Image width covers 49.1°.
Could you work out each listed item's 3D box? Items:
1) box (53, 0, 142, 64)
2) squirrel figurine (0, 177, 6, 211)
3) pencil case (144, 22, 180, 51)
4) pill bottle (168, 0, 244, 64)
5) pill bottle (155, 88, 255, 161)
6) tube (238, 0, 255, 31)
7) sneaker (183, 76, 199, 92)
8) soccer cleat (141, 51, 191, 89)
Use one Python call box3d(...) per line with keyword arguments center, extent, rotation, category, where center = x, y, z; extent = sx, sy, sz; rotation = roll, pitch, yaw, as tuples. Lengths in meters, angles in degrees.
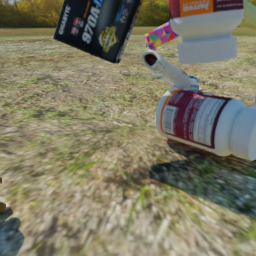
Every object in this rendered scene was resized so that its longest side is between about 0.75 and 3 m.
box3d(center=(-0.670, -2.950, 6.946), extent=(1.759, 2.213, 0.509), rotation=(23, 16, 2), category="box")
box3d(center=(-2.532, 0.903, 4.415), extent=(0.981, 0.916, 0.694), rotation=(-14, 26, -31), category="squirrel figurine")
box3d(center=(1.339, -3.408, 10.217), extent=(1.584, 0.700, 0.700), rotation=(-29, 24, 2), category="pencil case")
box3d(center=(1.546, -2.735, 5.659), extent=(1.470, 2.684, 1.470), rotation=(-7, 17, 2), category="pill bottle")
box3d(center=(1.864, -0.119, 6.403), extent=(2.255, 1.288, 1.288), rotation=(19, 29, 40), category="pill bottle")
box3d(center=(2.856, -3.055, 7.301), extent=(2.869, 0.832, 0.745), rotation=(14, -31, -31), category="tube")
box3d(center=(2.550, -1.818, 11.437), extent=(0.647, 0.720, 1.751), rotation=(-1, 20, 2), category="sneaker")
box3d(center=(0.902, -1.416, 6.966), extent=(1.436, 0.502, 0.620), rotation=(37, 21, 9), category="soccer cleat")
